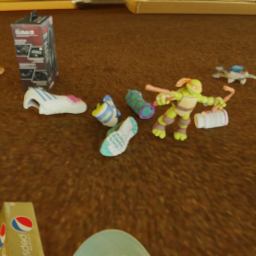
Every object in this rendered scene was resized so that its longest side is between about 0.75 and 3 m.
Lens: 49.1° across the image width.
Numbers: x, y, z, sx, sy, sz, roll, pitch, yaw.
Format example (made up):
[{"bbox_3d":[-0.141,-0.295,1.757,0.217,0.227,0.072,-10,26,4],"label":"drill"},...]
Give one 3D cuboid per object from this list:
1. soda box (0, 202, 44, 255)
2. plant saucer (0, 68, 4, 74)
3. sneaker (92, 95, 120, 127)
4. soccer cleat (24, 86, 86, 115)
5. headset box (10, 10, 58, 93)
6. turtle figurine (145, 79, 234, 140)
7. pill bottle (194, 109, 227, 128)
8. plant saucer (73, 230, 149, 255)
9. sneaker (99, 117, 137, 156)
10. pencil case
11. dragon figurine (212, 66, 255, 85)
[{"bbox_3d":[-1.798,1.985,4.645,0.524,0.555,1.637,11,22,-34],"label":"soda box"},{"bbox_3d":[-6.222,-2.637,13.132,0.770,0.144,0.770,0,31,0],"label":"plant saucer"},{"bbox_3d":[-0.684,-0.517,9.020,0.766,0.689,1.863,41,14,-13],"label":"sneaker"},{"bbox_3d":[-2.443,-0.711,9.296,2.037,0.712,0.879,14,53,-2],"label":"soccer cleat"},{"bbox_3d":[-3.658,-3.149,11.262,1.115,2.887,2.149,0,30,-3],"label":"headset box"},{"bbox_3d":[1.352,-0.589,7.506,2.567,2.070,0.827,-2,50,-23],"label":"turtle figurine"},{"bbox_3d":[2.553,-0.269,8.677,0.898,0.509,0.509,-9,31,-2],"label":"pill bottle"},{"bbox_3d":[-0.213,2.353,3.244,0.422,2.191,2.191,28,14,-34],"label":"plant saucer"},{"bbox_3d":[-0.361,0.302,7.785,0.712,0.606,1.562,-16,18,40],"label":"sneaker"},{"bbox_3d":[0.384,-0.826,9.589,0.619,0.570,1.340,-42,38,4],"label":"pencil case"},{"bbox_3d":[4.722,-2.336,12.171,2.003,0.590,0.996,1,31,5],"label":"dragon figurine"}]
